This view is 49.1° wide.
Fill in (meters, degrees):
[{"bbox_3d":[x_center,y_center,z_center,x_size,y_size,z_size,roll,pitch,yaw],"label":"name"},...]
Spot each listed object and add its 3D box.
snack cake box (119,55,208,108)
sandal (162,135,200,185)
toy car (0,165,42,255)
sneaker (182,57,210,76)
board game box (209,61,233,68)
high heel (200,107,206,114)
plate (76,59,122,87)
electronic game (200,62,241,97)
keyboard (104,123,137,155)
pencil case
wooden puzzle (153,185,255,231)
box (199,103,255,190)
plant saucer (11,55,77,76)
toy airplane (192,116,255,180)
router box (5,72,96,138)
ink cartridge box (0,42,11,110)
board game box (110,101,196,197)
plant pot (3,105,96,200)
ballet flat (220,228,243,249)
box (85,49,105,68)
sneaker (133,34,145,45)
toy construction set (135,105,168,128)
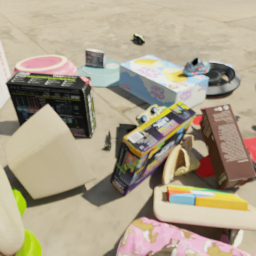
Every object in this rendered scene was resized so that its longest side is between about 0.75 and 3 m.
[{"bbox_3d":[1.108,-1.539,9.548,1.561,0.912,2.715,-25,42,-33],"label":"snack cake box"},{"bbox_3d":[1.405,0.710,6.565,0.599,0.668,1.821,10,31,25],"label":"sandal"},{"bbox_3d":[-3.143,1.559,4.200,2.765,2.271,2.182,-27,42,-17],"label":"toy car"},{"bbox_3d":[2.250,-2.000,8.956,1.100,0.525,0.436,-21,50,-30],"label":"sneaker"},{"bbox_3d":[3.718,-2.512,11.581,0.970,0.178,0.734,24,42,30],"label":"board game box"},{"bbox_3d":[2.437,-0.233,8.055,0.668,0.469,1.394,10,33,6],"label":"high heel"},{"bbox_3d":[-0.969,-2.302,11.176,2.444,0.312,2.444,-1,34,1],"label":"plate"},{"bbox_3d":[2.956,-1.795,10.290,2.238,0.466,2.238,-5,39,4],"label":"electronic game"},{"bbox_3d":[-0.176,0.316,7.594,0.910,0.148,1.433,5,34,-3],"label":"keyboard"},{"bbox_3d":[1.136,2.151,3.805,2.777,1.201,1.150,13,-8,28],"label":"pencil case"},{"bbox_3d":[1.380,1.332,5.169,1.807,0.364,1.953,5,0,6],"label":"wooden puzzle"},{"bbox_3d":[2.120,0.415,6.173,0.637,0.851,1.699,-12,65,-1],"label":"box"},{"bbox_3d":[-3.204,-2.189,10.566,2.480,0.629,2.480,-2,31,1],"label":"plant saucer"},{"bbox_3d":[2.591,0.329,7.165,2.508,0.461,2.508,1,42,-1],"label":"toy airplane"},{"bbox_3d":[-2.002,-0.609,7.603,2.150,1.611,0.668,6,39,8],"label":"router box"},{"bbox_3d":[-4.654,-1.336,8.163,1.255,2.173,2.977,-2,34,1],"label":"ink cartridge box"},{"bbox_3d":[0.541,0.442,6.128,0.535,1.559,1.886,40,50,22],"label":"board game box"},{"bbox_3d":[-1.756,0.612,5.953,1.295,1.462,1.460,-33,35,-15],"label":"plant pot"},{"bbox_3d":[1.914,1.872,5.112,0.395,0.406,1.142,43,40,-9],"label":"ballet flat"},{"bbox_3d":[-1.294,-2.738,11.033,0.806,0.638,0.195,12,36,12],"label":"box"},{"bbox_3d":[0.648,-4.572,14.326,0.474,0.432,1.171,-9,37,-18],"label":"sneaker"},{"bbox_3d":[0.724,-0.100,7.699,0.634,0.902,1.376,-11,26,46],"label":"toy construction set"}]
